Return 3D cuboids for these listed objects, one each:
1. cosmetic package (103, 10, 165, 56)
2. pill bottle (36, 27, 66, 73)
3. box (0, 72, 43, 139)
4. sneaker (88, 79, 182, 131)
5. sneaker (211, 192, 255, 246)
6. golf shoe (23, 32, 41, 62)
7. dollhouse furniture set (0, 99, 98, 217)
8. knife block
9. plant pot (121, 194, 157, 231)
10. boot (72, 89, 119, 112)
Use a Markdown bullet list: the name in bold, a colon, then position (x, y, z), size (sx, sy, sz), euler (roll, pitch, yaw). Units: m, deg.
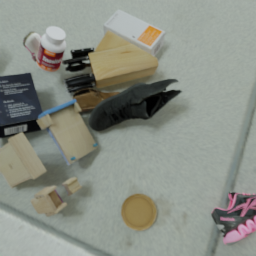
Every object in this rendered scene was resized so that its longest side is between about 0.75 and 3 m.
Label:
- **cosmetic package**: position (0.215, -3.515, 10.657), size (2.116, 0.754, 1.073), euler (30, 67, 13)
- **pill bottle**: position (-2.437, -2.484, 8.926), size (0.778, 1.377, 0.778), euler (14, 52, -18)
- **box**: position (-3.778, -0.694, 8.900), size (1.720, 1.027, 1.749), euler (-13, 71, -27)
- **sneaker**: position (0.163, -0.680, 8.844), size (2.903, 0.872, 1.514), euler (-35, 31, -10)
- **sneaker**: position (3.525, 2.210, 8.027), size (2.577, 1.018, 1.229), euler (-26, 57, -13)
- **golf shoe**: position (-3.018, -2.654, 9.696), size (0.823, 1.788, 0.649), euler (39, 79, 8)
- **dollhouse furniture set**: position (-2.236, 0.873, 8.676), size (2.714, 1.771, 2.562), euler (-34, 96, -43)
- **knife block**: position (-0.751, -1.896, 9.772), size (2.886, 0.923, 2.534), euler (30, 81, 0)
- **plant pot**: position (0.308, 2.466, 8.220), size (1.050, 0.144, 1.050), euler (0, 71, -1)
- **boot**: position (-1.028, -1.031, 9.537), size (1.742, 0.657, 0.641), euler (-12, 43, -10)
